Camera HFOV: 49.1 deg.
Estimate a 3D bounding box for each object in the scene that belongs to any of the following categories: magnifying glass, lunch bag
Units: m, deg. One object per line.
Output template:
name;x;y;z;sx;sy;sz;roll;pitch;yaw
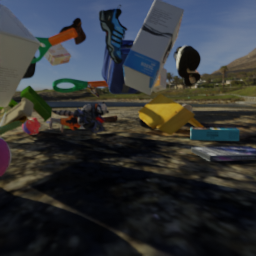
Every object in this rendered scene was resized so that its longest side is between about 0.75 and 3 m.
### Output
magnifying glass;-2.325;-2.172;14.072;2.882;0.323;1.147;-3;-19;-9
magnifying glass;-2.849;-2.872;9.583;2.437;0.970;0.273;-12;46;21
lunch bag;-0.148;-2.761;12.644;1.633;2.404;1.590;-8;45;-22

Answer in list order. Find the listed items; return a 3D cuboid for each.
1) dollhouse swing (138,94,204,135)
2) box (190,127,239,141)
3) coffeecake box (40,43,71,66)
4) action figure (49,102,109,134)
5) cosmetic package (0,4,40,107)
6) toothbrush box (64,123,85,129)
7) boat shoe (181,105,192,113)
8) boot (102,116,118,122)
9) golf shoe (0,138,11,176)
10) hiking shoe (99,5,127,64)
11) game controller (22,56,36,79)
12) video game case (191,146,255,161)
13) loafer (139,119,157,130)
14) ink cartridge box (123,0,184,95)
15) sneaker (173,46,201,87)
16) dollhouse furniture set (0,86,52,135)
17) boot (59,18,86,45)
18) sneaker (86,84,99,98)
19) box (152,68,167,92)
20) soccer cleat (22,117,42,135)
dollhouse swing;1.678;-0.225;10.881;1.686;1.631;1.856;-39;31;-4
box;2.719;0.189;8.894;1.446;0.355;0.595;1;6;11
coffeecake box;-3.147;-3.230;11.886;0.891;1.161;0.424;-27;-20;-45
action figure;-1.714;-0.471;9.821;2.069;1.119;2.139;-16;-21;4
cosmetic package;-3.930;-1.990;7.290;1.864;2.261;1.865;47;22;21
toothbrush box;-2.243;-0.179;12.286;0.930;0.400;0.677;0;5;11
boat shoe;2.514;-0.711;14.796;0.840;1.014;2.823;9;15;37
boot;-1.257;-0.502;15.735;1.070;0.344;0.997;-1;-8;-38
golf shoe;-3.007;0.305;4.433;2.937;1.106;1.344;3;3;14
hiking shoe;-0.386;-3.082;9.545;0.829;1.912;0.711;-13;38;6
game controller;-5.124;-2.803;13.143;2.065;1.077;0.435;1;1;29
video game case;2.311;0.565;6.317;1.462;0.139;1.044;0;6;-8
loafer;1.398;-0.286;11.655;1.850;0.628;0.649;1;-24;-12
ink cartridge box;0.750;-2.356;8.476;0.944;2.254;1.635;24;-9;7
sneaker;2.004;-2.588;10.413;0.904;1.379;2.396;-27;-22;7
dollhouse furniture set;-3.521;-0.166;9.174;1.573;1.205;2.401;-34;29;4
boot;-2.272;-3.763;11.605;1.203;0.415;1.291;-42;-11;-11
sneaker;-1.660;-1.811;13.701;0.808;0.364;0.303;37;-6;-35
box;1.627;-2.631;15.167;0.725;1.166;0.568;-12;-25;42
soccer cleat;-3.660;0.006;10.362;0.683;0.595;1.785;-31;14;-2
